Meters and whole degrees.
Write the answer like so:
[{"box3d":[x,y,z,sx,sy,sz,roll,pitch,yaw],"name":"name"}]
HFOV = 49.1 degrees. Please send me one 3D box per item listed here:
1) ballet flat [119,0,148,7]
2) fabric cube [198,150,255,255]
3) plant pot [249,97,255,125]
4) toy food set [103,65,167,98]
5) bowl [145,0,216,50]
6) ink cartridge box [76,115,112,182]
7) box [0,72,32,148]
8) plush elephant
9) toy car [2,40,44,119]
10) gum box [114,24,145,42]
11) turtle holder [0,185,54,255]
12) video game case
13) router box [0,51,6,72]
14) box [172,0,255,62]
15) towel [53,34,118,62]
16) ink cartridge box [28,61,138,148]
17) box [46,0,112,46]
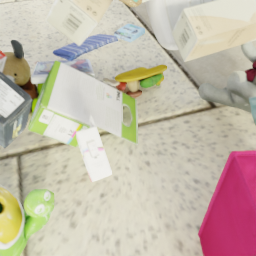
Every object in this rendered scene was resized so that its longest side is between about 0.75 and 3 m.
[{"box3d":[0.286,-3.086,5.881,0.777,0.839,2.381,37,46,-11],"name":"ballet flat"},{"box3d":[2.979,2.259,4.139,2.895,2.840,2.886,-3,43,-2],"name":"fabric cube"},{"box3d":[3.266,-0.141,5.570,1.554,1.041,1.554,-3,2,0],"name":"plant pot"},{"box3d":[0.320,-1.532,9.537,2.292,0.749,1.348,-22,25,-23],"name":"toy food set"},{"box3d":[2.011,-3.665,8.080,2.947,2.952,1.102,-14,44,11],"name":"bowl"},{"box3d":[-0.735,0.431,5.599,0.412,0.711,1.221,-17,80,-14],"name":"ink cartridge box"},{"box3d":[-2.902,-0.835,4.716,2.615,2.062,0.667,42,65,-9],"name":"box"},{"box3d":[3.950,-1.635,8.362,2.793,2.300,2.162,19,86,-3],"name":"plush elephant"},{"box3d":[-3.460,-1.480,8.236,1.908,2.323,1.832,-2,45,-2],"name":"toy car"},{"box3d":[0.074,-4.262,12.527,0.918,0.241,1.081,27,51,25],"name":"gum box"},{"box3d":[-2.774,1.899,5.250,2.450,1.740,1.862,9,45,9],"name":"turtle holder"},{"box3d":[-2.244,-2.014,9.743,1.962,0.247,2.154,-6,26,-10],"name":"video game case"},{"box3d":[-3.934,-1.560,6.209,2.193,2.443,0.597,43,54,-9],"name":"router box"},{"box3d":[2.407,-2.591,7.091,2.293,1.089,0.891,-19,77,-10],"name":"box"},{"box3d":[-1.411,-2.675,9.191,1.865,0.222,1.350,-30,36,-25],"name":"towel"},{"box3d":[-1.167,-0.449,8.225,2.840,1.076,2.099,24,40,-22],"name":"ink cartridge box"},{"box3d":[-0.876,-3.635,7.247,1.058,1.292,2.721,35,65,-20],"name":"box"}]
